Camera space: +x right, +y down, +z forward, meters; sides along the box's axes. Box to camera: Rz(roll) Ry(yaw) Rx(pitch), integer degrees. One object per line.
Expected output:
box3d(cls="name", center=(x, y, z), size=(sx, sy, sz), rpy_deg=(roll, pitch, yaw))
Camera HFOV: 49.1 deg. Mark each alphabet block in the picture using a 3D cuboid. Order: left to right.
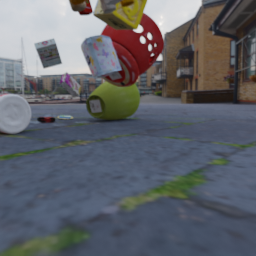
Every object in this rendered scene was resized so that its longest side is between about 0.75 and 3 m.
box3d(cls="alphabet block", center=(-0.221, -3.310, 7.666), size=(0.964, 0.959, 0.982), rpy_deg=(15, 4, -41))

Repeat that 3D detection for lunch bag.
box3d(cls="lunch bag", center=(-0.904, -2.244, 8.916), size=(0.916, 1.222, 1.441), rpy_deg=(-19, 10, 14))

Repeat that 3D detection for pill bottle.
box3d(cls="pill bottle", center=(-4.403, -0.512, 9.495), size=(2.280, 1.262, 1.262), rpy_deg=(6, 9, 42))

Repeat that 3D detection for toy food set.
box3d(cls="toy food set", center=(-0.702, -2.881, 5.760), size=(0.861, 0.812, 1.804), rpy_deg=(-10, 11, 45))

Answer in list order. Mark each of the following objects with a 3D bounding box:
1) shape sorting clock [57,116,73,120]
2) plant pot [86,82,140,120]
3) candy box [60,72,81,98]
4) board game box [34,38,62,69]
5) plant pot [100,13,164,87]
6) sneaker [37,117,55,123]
box3d(cls="shape sorting clock", center=(-3.321, -0.537, 14.797), size=(0.817, 0.160, 0.817), rpy_deg=(4, 9, -1))
box3d(cls="plant pot", center=(-0.943, -1.298, 14.009), size=(2.267, 2.267, 2.423), rpy_deg=(3, 18, 29))
box3d(cls="candy box", center=(-2.271, -1.687, 11.071), size=(0.268, 0.600, 0.879), rpy_deg=(-22, -46, 24))
box3d(cls="board game box", center=(-3.532, -3.278, 12.438), size=(0.904, 0.394, 1.225), rpy_deg=(-18, -29, -11))
box3d(cls="plant pot", center=(-0.107, -2.940, 10.770), size=(2.391, 2.391, 2.177), rpy_deg=(5, 52, 40))
box3d(cls="sneaker", center=(-3.751, -0.372, 12.747), size=(0.813, 0.287, 0.397), rpy_deg=(-1, 6, -28))
